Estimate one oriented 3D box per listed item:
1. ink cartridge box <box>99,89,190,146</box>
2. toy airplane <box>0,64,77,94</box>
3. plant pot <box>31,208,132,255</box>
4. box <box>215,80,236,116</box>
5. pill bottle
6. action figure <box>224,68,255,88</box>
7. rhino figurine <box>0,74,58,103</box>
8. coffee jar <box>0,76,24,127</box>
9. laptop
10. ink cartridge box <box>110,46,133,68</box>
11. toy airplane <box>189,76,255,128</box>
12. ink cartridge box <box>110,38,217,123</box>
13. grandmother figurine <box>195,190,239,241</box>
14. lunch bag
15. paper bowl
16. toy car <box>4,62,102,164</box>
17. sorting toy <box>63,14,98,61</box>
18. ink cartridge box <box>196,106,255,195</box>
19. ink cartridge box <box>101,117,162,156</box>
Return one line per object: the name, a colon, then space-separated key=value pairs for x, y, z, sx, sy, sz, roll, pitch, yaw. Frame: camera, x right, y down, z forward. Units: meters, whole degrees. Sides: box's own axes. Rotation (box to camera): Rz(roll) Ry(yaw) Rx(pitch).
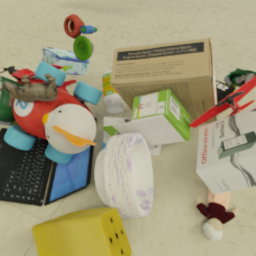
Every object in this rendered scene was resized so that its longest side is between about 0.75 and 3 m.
ink cartridge box: x=0.430 y=-0.130 z=6.899 sx=1.836 sy=1.357 sz=0.696 roll=-10 pitch=58 yaw=30
toy airplane: x=-2.402 y=-1.299 z=7.887 sx=2.351 sy=2.351 sz=0.432 roll=-5 pitch=72 yaw=-5
plant pot: x=-0.728 y=2.175 z=5.192 sx=1.205 sy=1.366 sz=1.366 roll=-24 pitch=77 yaw=15
box: x=2.350 y=-1.218 z=9.686 sx=2.148 sy=0.530 sz=1.715 roll=30 pitch=49 yaw=26
pill bottle: x=-0.468 y=-1.161 z=9.176 sx=0.709 sy=0.709 sz=1.277 roll=-4 pitch=73 yaw=-4
action figure: x=3.037 y=-1.256 z=7.588 sx=1.034 sy=0.479 sz=1.751 roll=23 pitch=5 yaw=-3
rhino figurine: x=-2.063 y=-0.786 z=5.828 sx=1.284 sy=0.562 sz=0.384 roll=-2 pitch=32 yaw=5
coffee jar: x=-2.647 y=-0.508 z=7.680 sx=0.965 sy=2.262 sz=1.179 roll=-13 pitch=71 yaw=38
laptop: x=-2.272 y=0.679 z=7.212 sx=2.565 sy=1.324 sz=2.273 roll=12 pitch=44 yaw=-13
ink cartridge box: x=-0.073 y=-1.915 z=7.917 sx=0.367 sy=0.650 sz=0.886 roll=46 pitch=25 yaw=-8
toy airplane: x=2.489 y=-0.526 z=6.703 sx=2.188 sy=2.188 sz=0.403 roll=-26 pitch=74 yaw=-23
ink cartridge box: x=1.091 y=-1.009 z=7.296 sx=2.274 sy=2.760 sz=1.037 roll=-2 pitch=70 yaw=18
grandmother figurine: x=2.106 y=1.881 z=6.698 sx=1.037 sy=0.518 sz=1.709 roll=7 pitch=43 yaw=20
lunch bag: x=-1.931 y=-2.034 z=8.608 sx=1.151 sy=0.590 sz=1.431 roll=0 pitch=23 yaw=-39
paper bowl: x=-0.095 y=1.101 z=6.500 sx=0.990 sy=1.903 sz=1.903 roll=-10 pitch=43 yaw=18
toy car: x=-1.500 y=-0.128 z=6.146 sx=1.977 sy=2.061 sz=2.236 roll=25 pitch=4 yaw=-26
sorting toy: x=-1.013 y=-2.111 z=6.444 sx=0.458 sy=0.670 sz=1.116 roll=-26 pitch=89 yaw=-50
ink cartridge box: x=2.583 y=0.397 z=5.965 sx=2.094 sy=0.880 sz=1.528 roll=-24 pitch=29 yaw=33
ink cartridge box: x=0.103 y=0.260 z=7.834 sx=1.657 sy=0.954 sz=0.562 roll=3 pitch=38 yaw=-10
